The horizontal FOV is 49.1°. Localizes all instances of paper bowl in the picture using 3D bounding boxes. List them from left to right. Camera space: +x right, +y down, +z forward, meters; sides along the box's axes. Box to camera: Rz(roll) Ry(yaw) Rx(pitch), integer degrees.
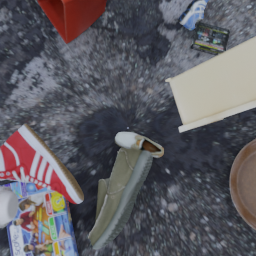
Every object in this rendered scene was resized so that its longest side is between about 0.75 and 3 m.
[{"bbox_3d":[-2.828,1.788,6.348,0.466,0.897,0.897,0,79,3],"label":"paper bowl"}]

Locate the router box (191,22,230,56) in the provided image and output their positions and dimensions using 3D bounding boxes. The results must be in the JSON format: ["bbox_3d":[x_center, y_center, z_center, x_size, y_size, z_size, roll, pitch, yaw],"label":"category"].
[{"bbox_3d":[2.578,-2.782,8.800,1.048,0.325,0.785,16,79,4],"label":"router box"}]

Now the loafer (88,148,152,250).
[{"bbox_3d":[-0.346,1.830,7.634,1.012,1.092,2.904,24,81,20],"label":"loafer"}]

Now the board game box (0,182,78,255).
[{"bbox_3d":[-2.436,2.615,7.711,1.677,0.427,2.478,-13,79,-2],"label":"board game box"}]

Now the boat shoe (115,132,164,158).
[{"bbox_3d":[0.330,0.446,8.090,1.478,0.505,0.552,17,80,3],"label":"boat shoe"}]

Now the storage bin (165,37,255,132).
[{"bbox_3d":[2.254,-0.863,5.227,2.214,2.198,1.037,-23,83,40],"label":"storage bin"}]

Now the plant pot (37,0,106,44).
[{"bbox_3d":[-1.642,-4.039,8.386,1.629,1.847,1.848,-31,80,-17],"label":"plant pot"}]

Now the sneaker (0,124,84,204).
[{"bbox_3d":[-1.981,1.055,6.011,1.182,0.749,2.102,-41,81,-11],"label":"sneaker"}]

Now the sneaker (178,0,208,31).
[{"bbox_3d":[2.179,-3.727,8.955,0.554,0.545,1.438,42,79,-18],"label":"sneaker"}]

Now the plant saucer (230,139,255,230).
[{"bbox_3d":[4.174,1.620,7.868,2.806,0.513,2.806,0,78,0],"label":"plant saucer"}]
